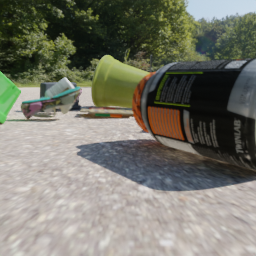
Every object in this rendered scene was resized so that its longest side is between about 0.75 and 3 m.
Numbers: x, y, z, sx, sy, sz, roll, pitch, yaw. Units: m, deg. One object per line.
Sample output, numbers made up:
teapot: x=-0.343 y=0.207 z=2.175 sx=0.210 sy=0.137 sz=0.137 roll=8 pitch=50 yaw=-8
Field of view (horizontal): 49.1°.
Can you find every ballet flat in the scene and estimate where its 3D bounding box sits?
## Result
ballet flat: x=-2.690 y=-0.828 z=10.159 sx=2.327 sy=0.828 sz=0.804 roll=-15 pitch=16 yaw=1

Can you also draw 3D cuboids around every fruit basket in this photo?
fruit basket: x=-5.414 y=-0.910 z=9.802 sx=2.956 sy=2.132 sz=2.956 roll=-33 pitch=28 yaw=20

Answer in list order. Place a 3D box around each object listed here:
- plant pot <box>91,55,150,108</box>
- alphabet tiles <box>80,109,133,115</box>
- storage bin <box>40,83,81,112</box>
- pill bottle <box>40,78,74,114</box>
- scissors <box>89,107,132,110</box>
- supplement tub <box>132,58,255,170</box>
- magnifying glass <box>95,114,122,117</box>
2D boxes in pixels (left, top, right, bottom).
plant pot: x=-0.099 y=-1.998 z=13.696 sx=2.442 sy=2.656 sz=2.656 roll=15 pitch=14 yaw=16
alphabet tiles: x=-0.706 y=-0.657 z=11.486 sx=2.447 sy=0.077 sz=2.036 roll=2 pitch=7 yaw=-8
storage bin: x=-3.221 y=-1.470 z=13.133 sx=1.938 sy=1.302 sz=1.411 roll=-7 pitch=12 yaw=-31
pill bottle: x=-2.988 y=-1.326 z=11.805 sx=1.554 sy=0.889 sz=0.889 roll=-37 pitch=14 yaw=-1
scissors: x=-0.553 y=-0.889 z=13.009 sx=2.532 sy=0.176 sz=0.926 roll=-2 pitch=8 yaw=-5
supplement tub: x=1.532 y=-0.375 z=5.424 sx=1.836 sy=1.836 sz=2.997 roll=-8 pitch=14 yaw=-36
magnifying glass: x=-0.782 y=-0.520 z=11.165 sx=1.226 sy=0.137 sz=0.488 roll=5 pitch=9 yaw=33
